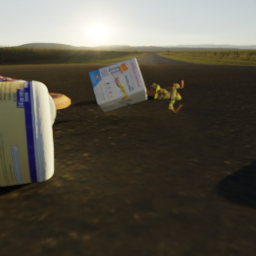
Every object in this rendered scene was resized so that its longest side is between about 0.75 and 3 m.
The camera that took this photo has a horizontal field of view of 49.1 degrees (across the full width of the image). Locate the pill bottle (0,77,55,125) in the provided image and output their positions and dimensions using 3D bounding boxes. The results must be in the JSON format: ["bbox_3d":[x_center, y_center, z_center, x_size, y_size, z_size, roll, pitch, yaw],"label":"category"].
[{"bbox_3d":[-3.634,-0.690,8.831,1.691,1.691,2.962,-14,20,-40],"label":"pill bottle"}]

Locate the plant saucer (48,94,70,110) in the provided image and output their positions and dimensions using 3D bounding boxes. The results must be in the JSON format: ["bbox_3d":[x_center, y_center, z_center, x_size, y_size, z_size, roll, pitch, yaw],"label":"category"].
[{"bbox_3d":[-4.102,-1.259,13.176,2.685,0.433,2.685,0,15,0],"label":"plant saucer"}]

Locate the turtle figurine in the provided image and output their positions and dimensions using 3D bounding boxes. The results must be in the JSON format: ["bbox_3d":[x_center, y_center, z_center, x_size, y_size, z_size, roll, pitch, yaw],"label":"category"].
[{"bbox_3d":[1.575,-1.276,10.641,1.023,1.269,0.409,14,-5,-2],"label":"turtle figurine"}]

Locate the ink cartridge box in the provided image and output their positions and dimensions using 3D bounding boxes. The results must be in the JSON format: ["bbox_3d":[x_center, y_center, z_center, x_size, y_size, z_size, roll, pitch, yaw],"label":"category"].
[{"bbox_3d":[-0.339,-1.590,10.672,1.819,1.339,1.315,-17,-10,3],"label":"ink cartridge box"}]

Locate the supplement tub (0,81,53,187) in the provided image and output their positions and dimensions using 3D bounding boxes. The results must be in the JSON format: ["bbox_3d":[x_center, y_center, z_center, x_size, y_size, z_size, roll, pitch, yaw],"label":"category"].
[{"bbox_3d":[-2.921,0.161,5.292,2.787,2.026,2.026,-4,17,-18],"label":"supplement tub"}]

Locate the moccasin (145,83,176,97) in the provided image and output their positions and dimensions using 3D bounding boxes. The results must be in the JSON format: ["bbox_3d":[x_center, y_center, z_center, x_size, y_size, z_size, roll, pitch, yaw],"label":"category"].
[{"bbox_3d":[1.613,-2.120,15.512,2.021,0.780,0.739,3,16,11],"label":"moccasin"}]
